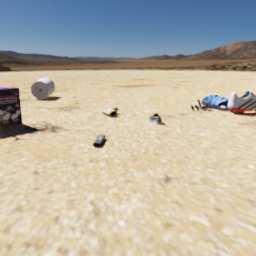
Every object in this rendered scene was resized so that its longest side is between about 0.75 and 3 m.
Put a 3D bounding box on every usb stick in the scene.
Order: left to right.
[{"bbox_3d":[-0.937,0.407,9.124,0.278,0.163,1.002,1,15,5],"label":"usb stick"}]

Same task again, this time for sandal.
[{"bbox_3d":[4.746,-1.304,14.527,1.964,0.780,0.855,7,20,30],"label":"sandal"}]

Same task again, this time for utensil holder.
[{"bbox_3d":[-5.577,-2.577,18.346,1.259,1.259,1.481,0,18,-1],"label":"utensil holder"}]

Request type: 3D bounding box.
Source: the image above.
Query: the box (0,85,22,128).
[{"bbox_3d":[-5.820,-0.964,11.544,2.713,1.557,1.793,14,20,42],"label":"box"}]

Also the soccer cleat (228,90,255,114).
[{"bbox_3d":[6.134,-1.288,13.651,2.628,1.120,0.902,-3,15,-10],"label":"soccer cleat"}]

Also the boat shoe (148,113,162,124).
[{"bbox_3d":[1.171,-0.437,11.909,0.366,0.366,1.012,-6,16,-22],"label":"boat shoe"}]

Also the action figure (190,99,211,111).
[{"bbox_3d":[3.769,-1.175,14.311,1.168,0.596,0.694,-12,8,-34],"label":"action figure"}]

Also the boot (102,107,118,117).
[{"bbox_3d":[-0.694,-0.760,13.212,0.893,0.325,0.694,-12,19,-35],"label":"boot"}]

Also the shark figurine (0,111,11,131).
[{"bbox_3d":[-4.662,-0.162,10.077,1.331,0.555,0.795,-41,18,6],"label":"shark figurine"}]
